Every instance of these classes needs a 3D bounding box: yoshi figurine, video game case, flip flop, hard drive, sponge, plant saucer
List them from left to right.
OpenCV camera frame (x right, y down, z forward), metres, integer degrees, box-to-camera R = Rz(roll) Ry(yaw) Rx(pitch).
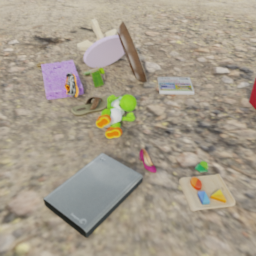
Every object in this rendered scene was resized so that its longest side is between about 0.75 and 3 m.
[{"bbox_3d":[-3.169,-2.330,13.233,1.625,0.434,2.912,-11,39,-14],"label":"sponge"},{"bbox_3d":[-1.494,-0.976,11.421,1.735,0.499,0.703,-19,41,-23],"label":"flip flop"},{"bbox_3d":[-0.933,1.772,7.891,1.633,0.385,2.339,25,44,29],"label":"hard drive"},{"bbox_3d":[-0.310,-0.639,10.512,1.231,1.236,2.199,16,37,5],"label":"yoshi figurine"},{"bbox_3d":[0.131,-3.372,12.822,0.465,2.900,2.900,-22,39,2],"label":"plant saucer"},{"bbox_3d":[2.180,-1.958,12.996,1.545,0.170,1.407,1,37,0],"label":"video game case"}]

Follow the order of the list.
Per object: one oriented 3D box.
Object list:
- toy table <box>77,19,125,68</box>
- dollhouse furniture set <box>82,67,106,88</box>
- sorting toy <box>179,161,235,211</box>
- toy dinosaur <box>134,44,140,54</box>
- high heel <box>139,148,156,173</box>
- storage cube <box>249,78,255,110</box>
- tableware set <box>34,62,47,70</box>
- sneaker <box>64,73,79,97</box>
[{"bbox_3d":[-1.388,-4.315,14.618,2.472,2.273,1.448,-20,55,-23],"label":"toy table"},{"bbox_3d":[-1.612,-2.481,13.613,0.880,0.680,1.761,-19,21,-13],"label":"dollhouse furniture set"},{"bbox_3d":[2.186,1.616,8.205,1.270,0.253,1.718,-6,38,-8],"label":"sorting toy"},{"bbox_3d":[-0.196,-4.539,16.005,1.739,0.669,0.889,-20,35,-29],"label":"toy dinosaur"},{"bbox_3d":[0.622,1.030,8.810,0.300,0.427,0.889,-12,37,-36],"label":"high heel"},{"bbox_3d":[5.959,-1.345,11.034,1.488,1.565,1.741,-5,37,-6],"label":"storage cube"},{"bbox_3d":[-4.268,-3.277,14.666,1.239,0.248,0.819,16,40,20],"label":"tableware set"},{"bbox_3d":[-2.490,-1.876,11.971,0.499,0.506,1.293,-1,52,-31],"label":"sneaker"}]
